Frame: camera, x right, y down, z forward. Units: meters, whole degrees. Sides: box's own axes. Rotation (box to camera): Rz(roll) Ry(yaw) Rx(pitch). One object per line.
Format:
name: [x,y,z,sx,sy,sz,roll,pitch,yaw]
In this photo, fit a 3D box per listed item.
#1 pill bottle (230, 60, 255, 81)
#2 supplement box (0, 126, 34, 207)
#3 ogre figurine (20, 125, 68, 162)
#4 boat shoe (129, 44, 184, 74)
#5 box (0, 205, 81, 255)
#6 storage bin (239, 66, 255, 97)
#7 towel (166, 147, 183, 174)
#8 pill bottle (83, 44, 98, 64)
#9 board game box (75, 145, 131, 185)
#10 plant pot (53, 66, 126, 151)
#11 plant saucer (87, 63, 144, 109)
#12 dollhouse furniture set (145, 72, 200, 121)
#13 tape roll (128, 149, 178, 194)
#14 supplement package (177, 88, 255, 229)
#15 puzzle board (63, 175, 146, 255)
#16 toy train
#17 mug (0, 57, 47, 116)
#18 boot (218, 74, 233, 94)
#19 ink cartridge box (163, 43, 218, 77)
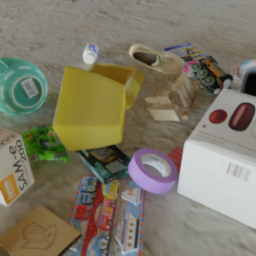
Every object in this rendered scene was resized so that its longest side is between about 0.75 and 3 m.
pill bottle: [5.104,-2.408,11.793,0.846,0.846,1.555,-17,13,-19]
supplement box: [-4.176,0.691,7.753,2.916,1.838,1.072,20,42,21]
ogre figurine: [-2.708,0.531,8.757,1.102,0.902,1.838,-10,57,-37]
boat shoe: [1.309,-2.947,12.433,2.619,0.945,0.851,18,30,-13]
box: [-2.079,2.581,6.565,1.585,0.169,1.296,18,42,37]
storage bin: [5.260,-1.039,9.961,2.832,2.061,1.902,10,14,11]
towel: [1.505,1.010,8.720,0.722,0.112,0.999,29,48,30]
pill bottle: [-1.872,-3.651,13.891,0.660,0.660,1.178,1,41,1]
board game box: [-0.698,0.954,8.511,1.155,0.240,1.707,-20,38,-29]
plant pot: [-0.962,-0.431,8.174,1.689,1.915,1.915,5,67,2]
plant saucer: [-0.861,-1.981,11.894,2.703,0.655,2.704,9,41,12]
dollhouse furniture set: [1.606,-1.361,10.159,1.053,1.839,2.156,4,57,37]
tape roll: [0.704,1.187,7.879,1.347,0.442,1.347,19,31,-12]
supplement package: [3.174,0.742,7.506,2.658,2.044,2.780,22,45,24]
puzzle board: [-0.542,2.240,7.163,1.906,0.220,2.529,4,40,5]
toy train: [3.389,-2.178,11.534,1.113,0.832,1.952,-29,48,3]
mug: [-4.060,-1.444,9.814,1.509,2.005,2.440,22,10,39]
boot: [3.624,-1.993,11.989,1.673,0.584,1.101,13,45,20]
ink cartridge box: [2.882,-3.503,13.826,1.632,0.574,2.736,-18,41,-21]
